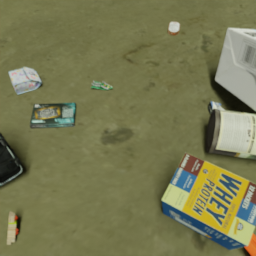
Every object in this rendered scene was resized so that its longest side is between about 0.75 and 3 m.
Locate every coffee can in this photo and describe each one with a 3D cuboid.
[{"bbox_3d":[3.258,0.214,8.026,1.784,1.306,1.306,8,51,7],"label":"coffee can"}]

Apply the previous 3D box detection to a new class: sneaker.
[{"bbox_3d":[2.988,-0.445,9.171,0.471,0.426,1.107,1,51,-5],"label":"sneaker"}]

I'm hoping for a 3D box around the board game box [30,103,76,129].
[{"bbox_3d":[-2.466,-0.417,9.275,1.421,0.200,0.961,-2,50,-2],"label":"board game box"}]

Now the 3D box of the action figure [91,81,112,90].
[{"bbox_3d":[-0.936,-1.535,10.216,0.768,0.210,0.453,13,48,6],"label":"action figure"}]

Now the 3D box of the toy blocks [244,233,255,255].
[{"bbox_3d":[3.365,2.577,6.391,1.833,0.798,2.199,-19,53,-17],"label":"toy blocks"}]

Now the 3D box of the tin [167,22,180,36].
[{"bbox_3d":[2.076,-4.508,12.695,0.525,0.196,0.937,12,51,4],"label":"tin"}]

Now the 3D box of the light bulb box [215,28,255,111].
[{"bbox_3d":[4.827,-1.755,8.553,2.974,1.856,2.948,-3,32,-14],"label":"light bulb box"}]

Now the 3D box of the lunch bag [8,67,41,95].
[{"bbox_3d":[-3.719,-1.761,10.143,0.945,0.601,0.801,-19,55,-22],"label":"lunch bag"}]

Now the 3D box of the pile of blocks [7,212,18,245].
[{"bbox_3d":[-2.785,2.428,6.799,0.234,0.310,0.754,5,84,-18],"label":"pile of blocks"}]

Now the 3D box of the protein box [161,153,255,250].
[{"bbox_3d":[1.828,1.718,6.339,1.779,1.766,1.200,24,70,19],"label":"protein box"}]

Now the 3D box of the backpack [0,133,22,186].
[{"bbox_3d":[-4.022,0.889,7.250,1.932,1.715,1.455,-35,36,-20],"label":"backpack"}]
